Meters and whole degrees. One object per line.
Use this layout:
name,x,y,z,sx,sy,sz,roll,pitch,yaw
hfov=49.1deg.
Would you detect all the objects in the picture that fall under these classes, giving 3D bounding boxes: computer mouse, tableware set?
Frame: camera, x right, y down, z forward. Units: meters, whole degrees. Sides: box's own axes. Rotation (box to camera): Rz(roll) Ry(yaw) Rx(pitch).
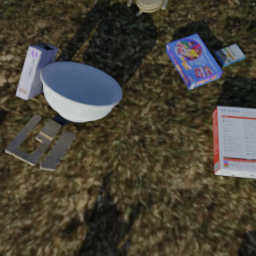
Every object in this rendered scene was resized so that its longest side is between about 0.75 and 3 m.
computer mouse,-2.084,-0.372,10.705,1.624,0.276,0.476,-7,66,-4
tableware set,1.279,-6.255,13.111,1.802,0.546,2.726,13,61,19

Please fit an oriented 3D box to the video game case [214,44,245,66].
video game case,4.354,-3.113,11.980,1.061,0.094,0.759,-23,69,-10

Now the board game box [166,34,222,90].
board game box,2.691,-2.773,11.618,1.432,0.477,2.131,-21,68,-9

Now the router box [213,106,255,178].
router box,4.523,0.540,10.088,2.732,0.667,2.452,5,67,2

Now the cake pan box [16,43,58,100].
cake pan box,-3.237,-2.090,10.125,0.500,1.759,1.910,22,111,-4

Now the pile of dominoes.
pile of dominoes,-2.936,0.567,9.688,1.689,0.345,2.167,31,39,-8

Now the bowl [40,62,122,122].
bowl,-1.783,-1.124,10.152,2.917,1.311,2.917,16,33,-11
